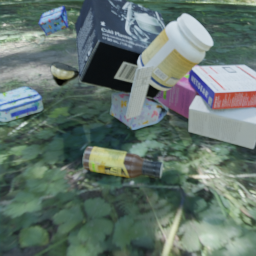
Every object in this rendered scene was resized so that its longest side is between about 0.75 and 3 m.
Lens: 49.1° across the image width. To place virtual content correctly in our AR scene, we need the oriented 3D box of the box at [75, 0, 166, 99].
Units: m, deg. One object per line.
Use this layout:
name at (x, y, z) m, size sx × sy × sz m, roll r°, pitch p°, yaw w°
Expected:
box at (-0.159, -2.893, 9.810) m, size 2.950 × 1.828 × 2.900 m, roll 9°, pitch 50°, yaw -27°

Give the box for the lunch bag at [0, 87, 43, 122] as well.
lunch bag at (-4.686, -1.018, 11.860) m, size 1.913 × 0.789 × 1.538 m, roll -22°, pitch 41°, yaw -31°

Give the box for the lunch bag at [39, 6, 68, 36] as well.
lunch bag at (-2.780, -4.117, 10.525) m, size 0.893 × 0.558 × 1.187 m, roll -18°, pitch 47°, yaw 9°

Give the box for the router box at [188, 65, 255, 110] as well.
router box at (3.741, -1.586, 10.310) m, size 2.336 × 0.636 × 2.602 m, roll -3°, pitch 31°, yaw -6°

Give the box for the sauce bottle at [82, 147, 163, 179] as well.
sauce bottle at (-0.165, 1.075, 8.367) m, size 2.364 × 0.765 × 0.765 m, roll 7°, pitch 32°, yaw 15°

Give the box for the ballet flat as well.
ballet flat at (-2.264, -1.821, 9.915) m, size 0.950 × 0.812 × 2.859 m, roll 19°, pitch 5°, yaw -12°

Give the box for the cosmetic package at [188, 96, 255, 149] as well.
cosmetic package at (3.416, -0.231, 9.979) m, size 2.368 × 1.201 × 0.844 m, roll 17°, pitch 50°, yaw 24°

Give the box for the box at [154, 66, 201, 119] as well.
box at (2.762, -1.748, 12.504) m, size 2.408 × 1.323 × 2.737 m, roll -20°, pitch 36°, yaw -30°

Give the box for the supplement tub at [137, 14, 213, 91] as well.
supplement tub at (1.234, -1.992, 7.532) m, size 1.278 × 1.770 × 1.278 m, roll 26°, pitch 43°, yaw -27°

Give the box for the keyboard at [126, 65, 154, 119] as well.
keyboard at (0.165, -0.524, 4.326) m, size 0.286 × 1.017 × 0.054 m, roll -13°, pitch 52°, yaw -23°

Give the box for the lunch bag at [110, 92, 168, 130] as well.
lunch bag at (0.448, -0.860, 11.235) m, size 1.854 × 1.179 × 1.572 m, roll -13°, pitch 34°, yaw -35°
